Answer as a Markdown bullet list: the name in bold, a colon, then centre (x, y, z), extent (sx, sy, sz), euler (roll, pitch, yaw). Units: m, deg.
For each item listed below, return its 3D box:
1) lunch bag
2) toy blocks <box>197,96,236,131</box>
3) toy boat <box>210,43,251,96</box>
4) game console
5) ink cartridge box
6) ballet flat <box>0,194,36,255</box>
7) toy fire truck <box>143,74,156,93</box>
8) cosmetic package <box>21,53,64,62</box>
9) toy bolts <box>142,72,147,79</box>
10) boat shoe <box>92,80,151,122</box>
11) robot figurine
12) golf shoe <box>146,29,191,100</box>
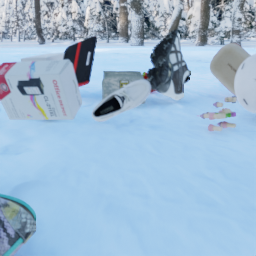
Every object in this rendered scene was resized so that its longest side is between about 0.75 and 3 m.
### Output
- **lunch bag**: centre (-0.171, -1.294, 9.340), extent (1.390, 0.996, 1.695), euler (-1, 28, -4)
- **toy blocks**: centre (2.159, -0.359, 6.852), extent (0.750, 0.803, 0.676), euler (-10, 11, -36)
- **toy boat**: centre (3.962, -1.990, 9.889), extent (1.305, 1.303, 1.997), euler (-14, 60, -51)
- **game console**: centre (-1.819, -2.272, 10.057), extent (1.637, 1.852, 0.287), euler (-6, -21, 36)
- **ink cartridge box**: centre (-2.331, -0.965, 7.295), extent (1.896, 1.382, 0.785), euler (0, 39, 12)
- **ballet flat**: centre (-2.259, 0.983, 3.058), extent (2.562, 0.922, 0.922), euler (6, 20, 21)
- **toy fire truck**: centre (0.648, -1.748, 11.306), extent (1.051, 0.702, 1.251), euler (-20, 13, 17)
- **cosmetic package**: centre (-3.335, -2.368, 11.763), extent (1.106, 1.403, 2.607), euler (-2, 17, 5)
- **toy bolts**: centre (0.790, -2.007, 12.356), extent (0.890, 0.647, 0.932), euler (40, 8, -5)
- **boat shoe**: centre (-0.181, -0.702, 7.071), extent (1.696, 0.610, 0.557), euler (-26, 0, 1)
- **robot figurine**: centre (4.056, -1.156, 7.085), extent (2.611, 1.630, 1.962), euler (-3, 43, -9)
- **golf shoe**: centre (1.516, -2.175, 9.812), extent (1.156, 1.405, 2.973), euler (-27, 37, 47)
